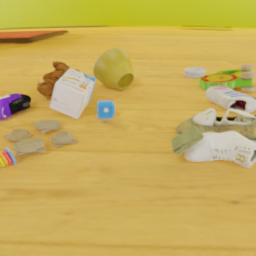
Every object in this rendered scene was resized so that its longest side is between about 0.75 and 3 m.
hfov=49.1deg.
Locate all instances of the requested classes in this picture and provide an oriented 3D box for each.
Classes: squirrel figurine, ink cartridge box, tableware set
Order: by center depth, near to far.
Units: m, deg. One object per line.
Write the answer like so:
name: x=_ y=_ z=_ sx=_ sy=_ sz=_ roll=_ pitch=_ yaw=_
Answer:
tableware set: x=-2.908 y=0.264 z=9.173 sx=1.947 sy=0.270 sz=2.331 roll=-16 pitch=28 yaw=-32
ink cartridge box: x=-2.155 y=-1.379 z=11.054 sx=1.191 sy=1.170 sz=1.617 roll=21 pitch=33 yaw=-3
squirrel figurine: x=-3.207 y=-2.094 z=13.019 sx=2.020 sy=1.429 sz=1.885 roll=10 pitch=34 yaw=27

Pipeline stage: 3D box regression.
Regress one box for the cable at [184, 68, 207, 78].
cable: x=3.931 y=-3.258 z=16.529 sx=1.212 sy=0.419 sz=1.211 roll=13 pitch=30 yaw=27

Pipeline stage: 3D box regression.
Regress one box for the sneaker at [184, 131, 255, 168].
sneaker: x=2.748 y=0.645 z=7.798 sx=2.166 sy=0.798 sz=1.252 roll=-12 pitch=25 yaw=-26

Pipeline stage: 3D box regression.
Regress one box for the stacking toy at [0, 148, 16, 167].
stacking toy: x=-3.575 y=0.943 z=7.716 sx=0.813 sy=0.446 sz=0.472 roll=-32 pitch=41 yaw=-29

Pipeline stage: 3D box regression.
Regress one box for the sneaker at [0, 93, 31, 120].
sneaker: x=-4.510 y=-0.933 z=11.213 sx=1.044 sy=0.730 sz=2.100 roll=2 pitch=25 yaw=2

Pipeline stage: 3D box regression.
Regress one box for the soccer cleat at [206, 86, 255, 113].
soccer cleat: x=4.115 y=-1.182 z=11.640 sx=1.019 sy=0.825 sz=2.361 roll=-24 pitch=34 yaw=-36

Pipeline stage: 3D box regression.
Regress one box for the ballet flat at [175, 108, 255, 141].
ballet flat: x=3.080 y=-0.188 z=9.362 sx=2.919 sy=1.032 sz=1.032 roll=4 pitch=26 yaw=9

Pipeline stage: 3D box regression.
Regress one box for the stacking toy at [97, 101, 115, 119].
stacking toy: x=-0.941 y=-0.786 z=11.201 sx=0.678 sy=0.717 sz=1.236 roll=-2 pitch=11 yaw=-11

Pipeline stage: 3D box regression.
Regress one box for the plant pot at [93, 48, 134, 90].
plant pot: x=-0.522 y=-2.735 z=14.034 sx=2.014 sy=2.014 sz=1.430 roll=-18 pitch=56 yaw=-34

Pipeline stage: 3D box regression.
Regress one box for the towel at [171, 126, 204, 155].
towel: x=1.599 y=0.336 z=7.688 sx=0.911 sy=0.224 sz=1.228 roll=-32 pitch=9 yaw=10

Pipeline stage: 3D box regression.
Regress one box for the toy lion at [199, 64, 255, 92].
toy lion: x=5.131 y=-2.548 z=14.658 sx=2.724 sy=0.976 sz=2.842 roll=1 pitch=24 yaw=21
